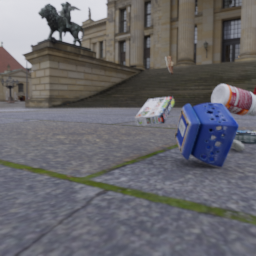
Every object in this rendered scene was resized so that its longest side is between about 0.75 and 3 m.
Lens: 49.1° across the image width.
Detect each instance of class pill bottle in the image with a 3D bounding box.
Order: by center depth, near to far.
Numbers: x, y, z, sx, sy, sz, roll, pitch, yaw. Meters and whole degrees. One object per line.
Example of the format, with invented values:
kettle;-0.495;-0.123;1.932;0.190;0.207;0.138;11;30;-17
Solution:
pill bottle;4.481;-1.079;11.511;1.910;1.046;1.046;12;3;-18

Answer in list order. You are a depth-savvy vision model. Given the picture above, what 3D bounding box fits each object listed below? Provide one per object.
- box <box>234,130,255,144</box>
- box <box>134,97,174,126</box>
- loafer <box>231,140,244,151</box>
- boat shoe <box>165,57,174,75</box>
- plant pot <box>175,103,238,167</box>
box;5.767;0.420;13.664;2.002;0.460;1.591;3;7;27
box;0.965;-0.610;9.796;0.986;0.311;1.793;-4;23;23
loafer;4.391;0.661;11.261;0.389;0.390;1.116;-13;11;-4
boat shoe;1.689;-2.515;11.187;0.301;0.838;0.317;-16;-21;14
plant pot;2.312;0.133;8.749;1.381;1.536;1.536;6;30;-6
